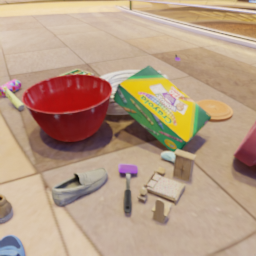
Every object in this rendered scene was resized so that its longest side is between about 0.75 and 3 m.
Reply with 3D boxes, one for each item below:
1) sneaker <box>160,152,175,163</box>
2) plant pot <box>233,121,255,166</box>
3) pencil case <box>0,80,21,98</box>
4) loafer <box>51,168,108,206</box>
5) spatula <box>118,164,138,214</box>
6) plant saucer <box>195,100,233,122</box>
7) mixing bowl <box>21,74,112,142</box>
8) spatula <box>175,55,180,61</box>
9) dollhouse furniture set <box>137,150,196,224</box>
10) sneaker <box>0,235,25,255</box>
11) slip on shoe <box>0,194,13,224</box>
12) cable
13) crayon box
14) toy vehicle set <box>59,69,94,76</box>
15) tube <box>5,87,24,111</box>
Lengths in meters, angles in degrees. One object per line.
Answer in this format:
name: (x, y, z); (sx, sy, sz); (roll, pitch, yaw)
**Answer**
sneaker: (1.380, 0.925, 8.574); (0.808, 0.299, 0.331); (8, 11, 14)
plant pot: (4.470, 0.422, 7.925); (1.986, 2.219, 2.219); (33, 42, 19)
pencil case: (-5.498, -1.831, 12.896); (0.543, 0.543, 1.229); (11, 32, 18)
loafer: (-1.252, 1.461, 7.493); (1.683, 0.587, 0.589); (-26, 40, -36)
spatula: (-0.003, 1.566, 7.678); (0.578, 0.210, 2.047); (3, 31, -2)
plant saucer: (3.401, -0.755, 11.398); (1.657, 0.267, 1.657); (0, 32, 0)
mixing bowl: (-1.969, -0.575, 9.769); (2.985, 1.617, 2.985); (-2, 33, 1)
spatula: (3.023, -4.381, 17.416); (0.288, 0.105, 1.020); (0, 32, 1)
dollhouse furniture set: (0.955, 1.402, 7.350); (0.991, 0.846, 1.911); (17, 36, 25)
sneaker: (-2.402, 2.708, 5.360); (0.649, 0.721, 1.754); (-8, 31, -9)
slip on shoe: (-3.756, 1.759, 6.999); (1.976, 0.599, 0.751); (16, 35, 24)
cable: (-0.183, -1.567, 11.782); (2.997, 1.038, 2.997); (19, 40, 40)
crayon box: (1.121, -0.671, 9.372); (2.863, 0.834, 1.700); (42, 52, 12)
toy vehicle set: (-2.861, -2.458, 14.147); (1.255, 0.268, 2.019); (21, 38, 30)
tube: (-4.808, -1.181, 11.716); (1.194, 0.346, 0.310); (42, 4, 22)
